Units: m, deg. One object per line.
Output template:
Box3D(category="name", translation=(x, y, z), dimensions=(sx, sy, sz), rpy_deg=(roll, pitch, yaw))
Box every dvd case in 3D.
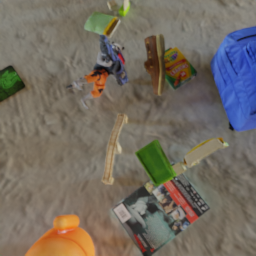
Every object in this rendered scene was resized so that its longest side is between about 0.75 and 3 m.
Box3D(category="dvd case", translation=(0.922, 2.324, 8.030), dimensions=(2.314, 0.255, 1.689), rpy_deg=(-35, 73, -12))

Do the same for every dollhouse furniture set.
Box3D(category="dollhouse furniture set", translation=(-0.672, -4.467, 10.209), dimensions=(1.123, 0.868, 2.248), rpy_deg=(24, 72, 9))
Box3D(category="dollhouse furniture set", translation=(1.438, 0.556, 7.348), dimensions=(2.041, 1.337, 1.025), rpy_deg=(-34, 75, 16))

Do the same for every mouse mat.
Box3D(category="mouse mat", translation=(-4.337, -1.434, 9.535), dimensions=(1.376, 0.052, 1.108), rpy_deg=(-35, 73, -13))

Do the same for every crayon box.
Box3D(category="crayon box", translation=(1.538, -2.127, 9.591), dimensions=(0.931, 0.373, 1.467), rpy_deg=(-32, 73, -8))

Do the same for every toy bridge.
Box3D(category="toy bridge", translation=(-0.412, 0.591, 8.397), dimensions=(0.307, 0.759, 2.258), rpy_deg=(9, 69, 10))

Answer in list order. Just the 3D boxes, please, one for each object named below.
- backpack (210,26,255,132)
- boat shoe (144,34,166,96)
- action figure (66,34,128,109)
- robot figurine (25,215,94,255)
Box3D(category="backpack", translation=(4.041, -1.726, 8.432), dimensions=(2.330, 2.406, 2.867), rpy_deg=(-10, 66, -11))
Box3D(category="boat shoe", translation=(0.849, -2.006, 9.027), dimensions=(0.647, 0.689, 1.915), rpy_deg=(0, 100, 18))
Box3D(category="action figure", translation=(-0.928, -1.928, 8.686), dimensions=(1.176, 2.248, 2.175), rpy_deg=(28, 69, 28))
Box3D(category="robot figurine", translation=(-1.567, 3.094, 6.426), dimensions=(1.514, 2.596, 1.867), rpy_deg=(42, 83, 3))
